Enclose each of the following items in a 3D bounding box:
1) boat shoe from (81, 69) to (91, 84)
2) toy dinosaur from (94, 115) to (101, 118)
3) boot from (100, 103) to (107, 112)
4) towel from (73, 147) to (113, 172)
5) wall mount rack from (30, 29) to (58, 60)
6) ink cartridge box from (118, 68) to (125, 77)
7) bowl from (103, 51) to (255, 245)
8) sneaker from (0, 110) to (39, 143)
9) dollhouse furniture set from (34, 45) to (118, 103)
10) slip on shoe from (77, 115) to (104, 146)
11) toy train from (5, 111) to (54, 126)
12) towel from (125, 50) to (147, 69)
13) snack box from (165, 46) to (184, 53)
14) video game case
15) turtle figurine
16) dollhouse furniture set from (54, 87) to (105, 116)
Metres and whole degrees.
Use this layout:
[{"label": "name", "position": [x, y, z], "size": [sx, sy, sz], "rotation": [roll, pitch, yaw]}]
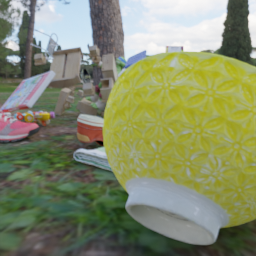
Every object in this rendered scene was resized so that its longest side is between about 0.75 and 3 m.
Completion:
[{"label": "boat shoe", "position": [-1.968, -2.355, 13.163], "size": [0.397, 0.332, 1.112], "rotation": [-4, 48, -25]}, {"label": "toy dinosaur", "position": [-0.971, -0.174, 10.567], "size": [0.784, 0.864, 0.454], "rotation": [-38, 13, 24]}, {"label": "boot", "position": [-1.669, -1.165, 15.880], "size": [1.788, 0.867, 0.668], "rotation": [36, 52, 12]}, {"label": "towel", "position": [0.086, 0.549, 6.695], "size": [1.698, 0.349, 2.277], "rotation": [9, 13, 40]}, {"label": "wall mount rack", "position": [-2.594, -2.602, 8.744], "size": [0.825, 0.949, 0.354], "rotation": [43, 39, 9]}, {"label": "ink cartridge box", "position": [0.209, -1.608, 12.078], "size": [0.988, 1.710, 2.343], "rotation": [-29, 21, 41]}, {"label": "bowl", "position": [0.648, 0.499, 3.220], "size": [2.435, 2.435, 1.310], "rotation": [6, 54, 31]}, {"label": "sneaker", "position": [-4.114, -0.183, 8.616], "size": [2.651, 1.150, 0.977], "rotation": [0, 10, -3]}, {"label": "dollhouse furniture set", "position": [-1.844, -1.487, 9.854], "size": [2.950, 1.441, 2.516], "rotation": [-7, 50, 5]}, {"label": "slip on shoe", "position": [-0.651, 0.137, 7.973], "size": [0.898, 0.742, 2.424], "rotation": [17, 3, 26]}, {"label": "toy train", "position": [-3.986, -0.339, 11.412], "size": [1.643, 0.608, 2.187], "rotation": [3, 7, 25]}, {"label": "towel", "position": [0.337, -2.832, 11.652], "size": [0.927, 0.153, 1.280], "rotation": [-20, 28, 18]}, {"label": "snack box", "position": [1.989, -1.996, 12.435], "size": [0.921, 2.294, 2.720], "rotation": [1, 42, 9]}, {"label": "video game case", "position": [-3.219, -1.109, 8.877], "size": [1.944, 1.390, 0.170], "rotation": [-3, -39, 44]}, {"label": "turtle figurine", "position": [-1.374, -2.380, 13.420], "size": [2.002, 2.697, 2.782], "rotation": [33, 18, 19]}, {"label": "dollhouse furniture set", "position": [-2.356, -0.994, 15.051], "size": [2.759, 1.347, 2.353], "rotation": [22, 18, -3]}]
